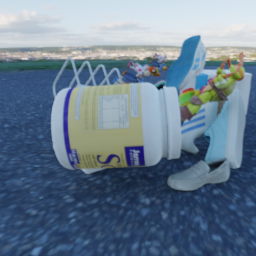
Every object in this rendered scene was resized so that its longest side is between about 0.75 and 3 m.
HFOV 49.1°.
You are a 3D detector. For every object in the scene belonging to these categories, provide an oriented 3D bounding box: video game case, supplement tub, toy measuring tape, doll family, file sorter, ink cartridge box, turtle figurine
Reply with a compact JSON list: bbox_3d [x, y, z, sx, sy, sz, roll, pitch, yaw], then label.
[{"bbox_3d":[-0.750,0.592,8.483,2.346,0.268,2.135,-13,22,-35],"label":"video game case"},{"bbox_3d":[-0.205,-0.040,6.238,2.551,1.855,1.855,-3,17,4],"label":"supplement tub"},{"bbox_3d":[2.382,-1.050,11.658,0.907,0.907,2.466,-3,-11,-10],"label":"toy measuring tape"},{"bbox_3d":[0.155,-1.401,8.827,0.898,0.652,1.447,33,60,8],"label":"doll family"},{"bbox_3d":[0.970,-2.043,9.420,0.605,0.439,0.974,34,70,25],"label":"doll family"},{"bbox_3d":[-1.095,-1.183,9.643,2.458,1.706,1.531,6,53,-37],"label":"file sorter"},{"bbox_3d":[3.901,-1.634,12.858,2.589,1.873,1.906,-3,18,-8],"label":"ink cartridge box"},{"bbox_3d":[2.224,-0.977,7.272,2.057,0.822,2.551,-39,3,21],"label":"turtle figurine"}]

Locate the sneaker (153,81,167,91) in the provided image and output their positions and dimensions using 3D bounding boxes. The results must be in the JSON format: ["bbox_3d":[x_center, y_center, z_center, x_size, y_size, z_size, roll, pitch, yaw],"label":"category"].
[{"bbox_3d":[1.210,-1.670,13.294,1.459,0.521,0.583,-36,23,25],"label":"sneaker"}]

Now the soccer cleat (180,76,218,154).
[{"bbox_3d":[2.298,-0.355,8.400,1.076,2.491,0.870,34,-3,15],"label":"soccer cleat"}]

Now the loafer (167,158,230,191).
[{"bbox_3d":[1.658,1.041,6.525,1.658,0.579,0.580,-9,19,-26],"label":"loafer"}]

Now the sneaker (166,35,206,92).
[{"bbox_3d":[2.130,-2.091,9.699,0.947,1.000,2.475,3,53,43],"label":"sneaker"}]

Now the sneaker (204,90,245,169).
[{"bbox_3d":[2.565,-0.053,7.627,1.003,0.904,2.447,-4,49,34],"label":"sneaker"}]

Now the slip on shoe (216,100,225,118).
[{"bbox_3d":[3.134,-0.585,9.639,0.864,0.689,2.273,3,14,25],"label":"slip on shoe"}]
